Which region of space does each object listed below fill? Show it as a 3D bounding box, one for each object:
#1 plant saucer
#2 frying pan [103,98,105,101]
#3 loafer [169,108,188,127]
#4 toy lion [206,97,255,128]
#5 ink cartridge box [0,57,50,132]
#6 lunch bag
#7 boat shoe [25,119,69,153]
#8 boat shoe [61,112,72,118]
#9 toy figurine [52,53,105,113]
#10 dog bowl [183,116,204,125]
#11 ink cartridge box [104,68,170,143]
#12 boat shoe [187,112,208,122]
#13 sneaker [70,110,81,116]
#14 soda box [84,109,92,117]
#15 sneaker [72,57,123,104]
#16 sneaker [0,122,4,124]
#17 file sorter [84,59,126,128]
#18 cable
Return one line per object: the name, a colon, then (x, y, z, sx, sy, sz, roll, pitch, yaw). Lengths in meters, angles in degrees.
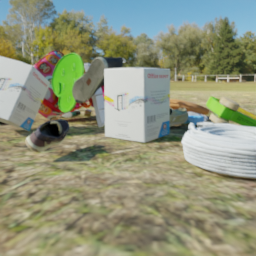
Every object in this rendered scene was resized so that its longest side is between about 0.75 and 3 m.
plant saucer: (2.651, -0.868, 12.549, 1.908, 0.308, 1.908, 17, -1, 0)
frying pan: (-0.361, -0.790, 11.915, 1.888, 0.307, 1.142, 26, -1, -35)
loafer: (1.499, -0.431, 9.919, 0.705, 0.636, 1.864, 17, 29, 42)
toy lion: (3.050, -0.357, 7.765, 2.044, 0.702, 1.959, 23, 18, -11)
ink cartridge box: (-3.636, -1.063, 8.945, 1.325, 1.832, 1.349, 18, -12, 12)
lunch bag: (-3.074, -1.753, 12.298, 1.224, 2.632, 2.988, -38, 17, 44)
boat shoe: (-1.694, 0.080, 6.358, 0.503, 0.559, 1.554, -41, 0, 22)
boat shoe: (-3.045, -0.654, 12.875, 0.985, 0.348, 0.313, 15, -19, 4)
toy figurine: (-1.706, -1.563, 11.622, 1.816, 2.419, 2.227, -16, -20, 34)
dog bowl: (2.397, -0.313, 10.917, 1.188, 0.295, 0.662, 3, 10, 40)
ink cartridge box: (0.285, -0.750, 8.388, 1.466, 2.027, 1.493, 7, 12, 36)
boat shoe: (2.916, -0.451, 11.875, 0.932, 0.343, 0.304, 21, 11, 27)
sneaker: (-2.665, -0.646, 13.273, 0.835, 0.324, 0.381, -4, 26, -3)
soda box: (-1.860, -0.695, 13.053, 0.276, 0.261, 0.815, 15, 9, -6)
sneaker: (-1.012, -1.584, 9.553, 1.126, 0.793, 2.121, -23, -12, -48)
sneaker: (-5.572, -0.556, 10.999, 2.275, 0.791, 1.132, 1, 10, 5)
file sorter: (-0.574, -1.377, 10.590, 1.427, 2.292, 1.590, -12, 8, 5)
cable: (2.097, 0.408, 5.572, 2.036, 0.705, 2.037, 5, 11, 21)
